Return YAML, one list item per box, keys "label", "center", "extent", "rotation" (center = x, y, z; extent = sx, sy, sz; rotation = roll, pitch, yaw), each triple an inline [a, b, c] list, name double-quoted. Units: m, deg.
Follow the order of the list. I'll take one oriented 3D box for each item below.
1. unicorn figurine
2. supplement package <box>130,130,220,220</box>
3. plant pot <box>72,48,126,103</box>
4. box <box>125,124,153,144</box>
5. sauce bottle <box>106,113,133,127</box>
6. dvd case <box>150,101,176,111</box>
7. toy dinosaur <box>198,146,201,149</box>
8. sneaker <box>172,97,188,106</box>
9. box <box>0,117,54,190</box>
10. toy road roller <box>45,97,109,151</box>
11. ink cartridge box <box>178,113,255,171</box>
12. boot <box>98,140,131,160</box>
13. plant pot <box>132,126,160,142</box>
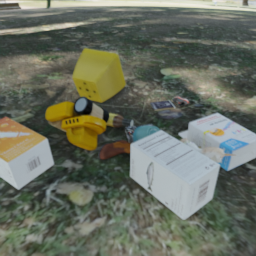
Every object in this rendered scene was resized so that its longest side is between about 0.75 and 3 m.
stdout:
- label: "unicorn figurine"
  center: [2.412, 1.009, 9.681]
  extent: [1.984, 1.363, 0.733]
  rotation: [35, 20, 31]
- label: "supplement package"
  center: [1.374, 1.385, 8.953]
  extent: [1.451, 1.446, 2.474]
  rotation: [-23, 38, -33]
- label: "plant pot"
  center: [-1.704, -2.653, 15.026]
  extent: [2.201, 2.201, 1.941]
  rotation: [17, 56, 25]
- label: "box"
  center: [0.566, 0.261, 11.917]
  extent: [1.255, 0.312, 0.990]
  rotation: [-6, 32, -9]
- label: "sauce bottle"
  center: [-0.652, -0.341, 12.667]
  extent: [1.808, 0.585, 0.585]
  rotation: [13, 33, 19]
- label: "dvd case"
  center: [1.794, -1.159, 14.481]
  extent: [1.150, 0.092, 0.855]
  rotation: [-8, 31, -11]
- label: "toy dinosaur"
  center: [2.066, 0.847, 10.931]
  extent: [1.490, 0.354, 0.656]
  rotation: [7, 20, 20]
- label: "sneaker"
  center: [2.652, -1.347, 14.557]
  extent: [0.939, 0.362, 0.384]
  rotation: [15, 58, 43]
- label: "box"
  center: [-4.168, 0.809, 10.032]
  extent: [2.526, 1.231, 1.571]
  rotation: [21, 42, 31]
- label: "toy road roller"
  center: [-2.061, -0.026, 11.208]
  extent: [2.493, 1.532, 1.820]
  rotation: [-10, 65, 30]
- label: "ink cartridge box"
  center: [3.521, 0.329, 11.181]
  extent: [1.634, 0.963, 2.838]
  rotation: [-17, 35, -26]
- label: "boot"
  center: [-0.155, 0.900, 10.460]
  extent: [1.540, 0.527, 1.450]
  rotation: [7, 16, 38]
- label: "plant pot"
  center: [0.792, 0.329, 10.873]
  extent: [0.947, 0.947, 0.890]
  rotation: [-18, -1, -28]
